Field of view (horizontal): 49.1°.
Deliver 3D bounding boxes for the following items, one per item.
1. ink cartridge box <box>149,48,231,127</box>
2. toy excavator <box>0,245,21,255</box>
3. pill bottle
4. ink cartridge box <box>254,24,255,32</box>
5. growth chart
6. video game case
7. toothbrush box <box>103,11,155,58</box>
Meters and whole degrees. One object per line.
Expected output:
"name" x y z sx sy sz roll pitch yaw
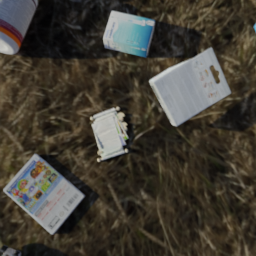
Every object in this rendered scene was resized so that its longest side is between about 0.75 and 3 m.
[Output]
"ink cartridge box" 1.923 -1.249 8.702 2.054 0.586 1.669 -33 110 -4
"toy excavator" -3.733 4.338 8.364 0.597 1.196 1.163 18 34 5
"pill bottle" -4.136 -4.182 9.774 1.569 1.569 2.864 16 77 4
"ink cartridge box" 5.979 -2.909 9.235 2.081 2.045 2.827 -15 78 -3
"growth chart" -0.601 0.188 9.512 1.238 0.152 1.711 -13 77 -3
"video game case" -2.713 2.107 9.052 2.156 0.194 1.544 38 80 8
"toothbrush box" 0.035 -3.350 10.039 1.607 0.685 1.176 14 78 3
